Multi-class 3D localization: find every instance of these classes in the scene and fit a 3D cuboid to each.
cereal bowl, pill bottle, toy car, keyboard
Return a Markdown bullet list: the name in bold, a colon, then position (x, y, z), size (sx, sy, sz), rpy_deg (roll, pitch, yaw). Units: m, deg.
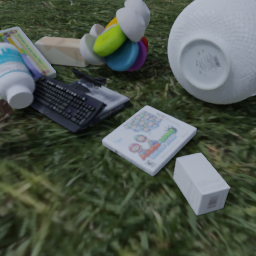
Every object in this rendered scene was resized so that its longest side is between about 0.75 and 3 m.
- **cereal bowl**: position (2.157, -1.821, 7.125), size (2.863, 2.863, 1.192), rpy_deg (26, 47, 31)
- **pill bottle**: position (-3.184, -1.383, 7.629), size (0.998, 0.998, 1.801), rpy_deg (-19, 61, -24)
- **toy car**: position (-0.176, -2.846, 9.394), size (2.259, 1.936, 2.581), rpy_deg (-25, 27, 28)
- **keyboard**: position (-1.606, -0.973, 7.501), size (2.754, 0.284, 1.750), rpy_deg (27, 66, 36)

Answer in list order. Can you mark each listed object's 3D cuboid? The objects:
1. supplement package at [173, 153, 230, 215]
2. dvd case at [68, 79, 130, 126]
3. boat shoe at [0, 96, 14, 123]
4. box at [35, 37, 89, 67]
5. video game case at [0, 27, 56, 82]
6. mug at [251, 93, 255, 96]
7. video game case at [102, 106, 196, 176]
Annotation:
- **supplement package**: position (1.315, 1.007, 5.183), size (0.565, 0.563, 0.963), rpy_deg (-11, 38, -15)
- **dvd case**: position (-1.157, -0.810, 7.933), size (1.975, 0.244, 1.484), rpy_deg (29, 45, 33)
- **boat shoe**: position (-3.171, 0.145, 5.857), size (1.858, 0.687, 0.686), rpy_deg (-45, 21, 0)
- **box**: position (-2.314, -2.783, 10.202), size (1.875, 0.729, 0.890), rpy_deg (8, 37, 10)
- **video game case**: position (-3.921, -2.051, 8.753), size (2.332, 0.283, 2.562), rpy_deg (-29, 65, -27)
- **mug**: position (3.273, -1.501, 8.393), size (1.313, 0.970, 1.151), rpy_deg (-40, 41, -6)
- **video game case**: position (0.492, 0.198, 6.429), size (1.490, 0.194, 1.637), rpy_deg (29, 53, 32)
